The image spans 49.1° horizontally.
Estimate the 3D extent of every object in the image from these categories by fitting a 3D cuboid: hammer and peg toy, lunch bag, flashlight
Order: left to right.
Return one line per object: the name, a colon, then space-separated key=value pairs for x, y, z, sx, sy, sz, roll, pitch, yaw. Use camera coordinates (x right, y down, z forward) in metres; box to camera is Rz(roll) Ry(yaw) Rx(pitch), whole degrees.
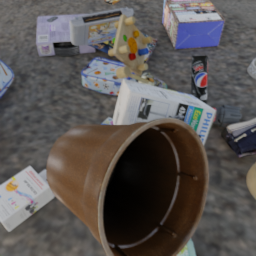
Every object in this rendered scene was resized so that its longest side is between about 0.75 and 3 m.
lunch bag: x=-5.191 y=-1.508 z=9.424 sx=0.961 sy=2.038 sz=2.544 roll=-22 pitch=34 yaw=38
lunch bag: x=-0.735 y=-2.005 z=10.590 sx=1.962 sy=0.741 sz=1.572 roll=19 pitch=48 yaw=16
hammer and peg toy: x=0.057 y=-2.065 z=7.968 sx=0.651 sy=1.357 sz=1.846 roll=-4 pitch=68 yaw=36
flashlight: x=2.115 y=-0.498 z=8.980 sx=2.806 sy=0.954 sz=0.950 roll=7 pitch=44 yaw=8

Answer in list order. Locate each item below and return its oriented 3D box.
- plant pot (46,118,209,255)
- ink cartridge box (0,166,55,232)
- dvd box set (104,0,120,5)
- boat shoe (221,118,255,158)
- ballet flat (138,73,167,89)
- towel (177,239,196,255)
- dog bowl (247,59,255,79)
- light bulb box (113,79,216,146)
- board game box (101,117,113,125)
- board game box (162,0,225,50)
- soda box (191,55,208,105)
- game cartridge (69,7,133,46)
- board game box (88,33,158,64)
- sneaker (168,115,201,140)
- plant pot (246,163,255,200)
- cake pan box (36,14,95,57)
plant pot: x=-0.197 y=0.863 z=4.953 sx=2.290 sy=2.290 sz=2.267 roll=-37 pitch=29 yaw=-30
ink cartridge box: x=-2.619 y=1.667 z=7.179 sx=0.965 sy=0.569 sz=1.677 roll=35 pitch=56 yaw=29
dvd box set: x=-0.894 y=-7.313 z=16.060 sx=0.591 sy=0.119 sz=0.807 roll=27 pitch=52 yaw=22
boat shoe: x=3.955 y=0.251 z=8.508 sx=2.093 sy=0.781 sz=0.970 roll=-17 pitch=58 yaw=-9
ballet flat: x=0.656 y=-1.467 z=9.203 sx=0.575 sy=0.575 sz=1.599 roll=-19 pitch=28 yaw=-18
towel: x=0.641 y=3.260 z=5.721 sx=1.720 sy=0.484 sz=2.010 roll=-2 pitch=46 yaw=-3
dog bowl: x=5.490 y=-2.348 z=11.141 sx=1.329 sy=0.390 sz=1.329 roll=0 pitch=47 yaw=0
light bulb box: x=0.807 y=-0.321 z=7.512 sx=2.152 sy=1.343 sz=2.133 roll=12 pitch=16 yaw=-9
board game box: x=-0.203 y=0.574 z=7.855 sx=1.824 sy=0.510 sz=1.786 roll=21 pitch=33 yaw=14
board game box: x=2.901 y=-4.933 z=12.979 sx=2.097 sy=1.274 sz=2.630 roll=-5 pitch=47 yaw=-5
soda box: x=2.288 y=-1.498 z=8.956 sx=0.487 sy=1.538 sz=0.544 roll=1 pitch=5 yaw=20
game cartridge: x=-0.953 y=-3.495 z=9.824 sx=2.169 sy=1.444 sz=0.450 roll=-17 pitch=77 yaw=-13
board game box: x=-0.259 y=-3.655 z=11.866 sx=2.677 sy=0.463 sz=1.814 roll=25 pitch=50 yaw=2
sneaker: x=1.274 y=0.008 z=6.334 sx=0.917 sy=0.522 sz=0.346 roll=12 pitch=16 yaw=-5
plant pot: x=4.072 y=1.228 z=7.232 sx=1.648 sy=1.107 sz=1.648 roll=0 pitch=46 yaw=0
cake pan box: x=-2.829 y=-4.261 z=12.729 sx=2.507 sy=0.712 sz=2.722 roll=-9 pitch=47 yaw=-8
